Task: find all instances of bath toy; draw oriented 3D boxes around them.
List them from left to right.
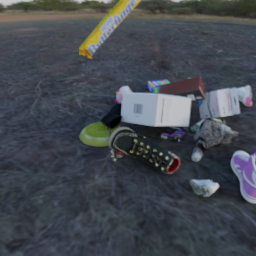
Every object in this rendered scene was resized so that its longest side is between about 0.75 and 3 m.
[{"bbox_3d":[-0.040,-1.293,13.922,1.017,1.197,2.752,-35,31,3],"label":"bath toy"}]

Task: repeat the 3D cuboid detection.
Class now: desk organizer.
[{"bbox_3d":[2.448,-1.661,12.922,2.090,0.749,0.805,-8,51,33],"label":"desk organizer"}]

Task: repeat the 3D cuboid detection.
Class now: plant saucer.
[{"bbox_3d":[-1.095,0.179,11.784,1.917,0.298,1.917,-1,27,1],"label":"plant saucer"}]

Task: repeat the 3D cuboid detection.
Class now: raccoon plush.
[{"bbox_3d":[3.277,0.650,10.737,1.411,1.019,2.107,27,70,-2],"label":"raccoon plush"}]

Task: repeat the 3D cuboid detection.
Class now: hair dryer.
[{"bbox_3d":[-0.387,0.587,10.250,0.384,1.077,1.413,-7,6,7],"label":"hair dryer"}]

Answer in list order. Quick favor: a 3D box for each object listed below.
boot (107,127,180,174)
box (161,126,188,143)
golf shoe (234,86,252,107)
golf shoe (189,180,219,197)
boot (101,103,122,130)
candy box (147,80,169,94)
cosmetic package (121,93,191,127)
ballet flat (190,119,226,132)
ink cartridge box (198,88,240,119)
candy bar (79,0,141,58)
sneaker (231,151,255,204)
[{"bbox_3d":[0.587,0.775,9.321,1.789,0.855,2.369,28,3,34],"label":"boot"},{"bbox_3d":[1.962,0.219,11.815,0.780,0.197,1.090,17,33,27],"label":"box"},{"bbox_3d":[6.070,-1.632,14.889,0.980,0.806,2.141,-3,21,21],"label":"golf shoe"},{"bbox_3d":[2.282,1.753,8.409,0.540,0.435,1.111,-23,9,-15],"label":"golf shoe"},{"bbox_3d":[-0.535,-0.485,11.701,1.314,0.486,1.076,-42,21,-10],"label":"boot"},{"bbox_3d":[1.875,-2.450,16.564,1.217,0.469,1.029,-9,31,-13],"label":"candy box"},{"bbox_3d":[1.122,-0.750,11.478,2.029,1.248,2.023,2,6,-42],"label":"cosmetic package"},{"bbox_3d":[3.487,-0.156,12.213,1.563,0.580,0.580,-4,28,-8],"label":"ballet flat"},{"bbox_3d":[3.940,-1.059,12.392,0.670,1.163,2.008,-9,1,-17],"label":"ink cartridge box"},{"bbox_3d":[-0.429,-2.983,7.856,0.288,2.596,0.647,50,14,19],"label":"candy bar"},{"bbox_3d":[3.956,1.134,8.890,0.830,1.306,2.291,5,29,3],"label":"sneaker"}]
